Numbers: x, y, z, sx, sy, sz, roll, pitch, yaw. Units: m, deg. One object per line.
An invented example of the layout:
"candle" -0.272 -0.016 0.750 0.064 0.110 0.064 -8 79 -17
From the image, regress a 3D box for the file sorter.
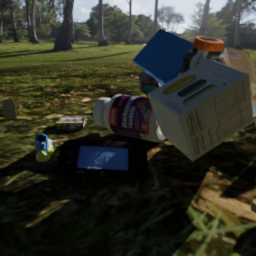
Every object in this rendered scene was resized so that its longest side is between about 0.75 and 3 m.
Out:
"file sorter" 1.752 -2.511 11.266 1.555 1.759 2.535 38 6 -44

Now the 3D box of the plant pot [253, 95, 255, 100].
"plant pot" 5.918 -1.566 11.859 1.188 1.297 1.297 14 22 42

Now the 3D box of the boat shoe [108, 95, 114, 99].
"boat shoe" -0.408 -1.249 14.590 0.941 0.835 2.517 -8 19 -23

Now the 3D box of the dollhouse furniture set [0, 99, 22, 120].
"dollhouse furniture set" -6.191 -0.760 13.997 1.580 0.905 1.853 -11 -3 -33

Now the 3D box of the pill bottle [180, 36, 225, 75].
"pill bottle" 2.426 -1.709 9.475 1.371 2.580 1.371 5 30 -3

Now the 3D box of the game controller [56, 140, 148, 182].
"game controller" -0.683 0.889 7.725 2.465 0.519 1.286 3 36 -3

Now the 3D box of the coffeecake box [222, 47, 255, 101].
"coffeecake box" 3.624 -1.247 10.357 0.958 2.622 2.013 11 46 -4

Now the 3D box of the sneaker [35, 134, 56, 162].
"sneaker" -2.719 0.490 9.224 0.575 0.797 1.518 -4 19 -10

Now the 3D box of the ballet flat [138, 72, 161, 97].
"ballet flat" 1.140 -1.377 10.890 0.879 0.905 2.544 -22 -32 22

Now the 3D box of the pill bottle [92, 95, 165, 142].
"pill bottle" 0.095 -0.447 10.836 2.846 1.586 1.586 10 20 29

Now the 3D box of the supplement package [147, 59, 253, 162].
"supplement package" 2.066 -0.574 8.002 2.204 1.661 1.673 -31 36 -9

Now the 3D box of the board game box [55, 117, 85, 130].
"board game box" -2.483 -0.218 12.218 1.166 0.331 0.964 -1 20 -2

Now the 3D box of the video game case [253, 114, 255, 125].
"video game case" 5.651 -0.421 11.539 0.919 0.836 0.107 -28 41 21

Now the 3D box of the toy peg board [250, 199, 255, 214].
"toy peg board" 4.132 1.448 5.325 2.302 1.131 2.312 -10 27 -28

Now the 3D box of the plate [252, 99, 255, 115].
"plate" 6.693 -1.216 13.948 2.615 0.423 2.609 -15 31 1
